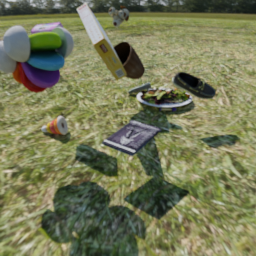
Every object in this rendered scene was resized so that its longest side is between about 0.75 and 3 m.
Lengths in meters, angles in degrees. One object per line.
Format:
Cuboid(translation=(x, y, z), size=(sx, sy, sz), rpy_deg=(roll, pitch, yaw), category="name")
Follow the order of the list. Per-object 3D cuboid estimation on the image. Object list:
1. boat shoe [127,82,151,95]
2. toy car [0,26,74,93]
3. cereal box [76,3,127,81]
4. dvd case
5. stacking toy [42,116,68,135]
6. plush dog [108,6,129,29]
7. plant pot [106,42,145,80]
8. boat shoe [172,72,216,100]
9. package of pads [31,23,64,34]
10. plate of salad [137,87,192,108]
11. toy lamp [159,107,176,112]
Cuboid(translation=(0.610, -2.023, 14.899), size=(1.298, 0.388, 0.464), rpy_deg=(-21, 6, 3), category="boat shoe")
Cuboid(translation=(-2.724, -1.953, 8.382), size=(1.995, 1.709, 2.280), rpy_deg=(-17, 1, -45), category="toy car")
Cuboid(translation=(-1.110, -3.590, 11.676), size=(0.579, 2.108, 2.930), rpy_deg=(-30, 51, 7), category="cereal box")
Cuboid(translation=(0.126, 0.264, 8.414), size=(1.125, 0.121, 1.513), rpy_deg=(18, 38, 34), category="dvd case")
Cuboid(translation=(-2.974, 0.002, 11.115), size=(1.015, 0.741, 0.741), rpy_deg=(-14, 25, 15), category="stacking toy")
Cuboid(translation=(-0.331, -5.253, 13.231), size=(0.851, 0.991, 0.795), rpy_deg=(-22, -9, 20), category="plush dog")
Cuboid(translation=(0.027, -2.957, 13.178), size=(1.491, 1.491, 1.596), rpy_deg=(31, 1, 44), category="plant pot")
Cuboid(translation=(2.715, -1.696, 11.277), size=(1.882, 0.567, 0.671), rpy_deg=(21, 72, -3), category="boat shoe")
Cuboid(translation=(-2.984, -3.563, 10.872), size=(1.442, 0.869, 0.546), rpy_deg=(8, 54, 34), category="package of pads")
Cuboid(translation=(1.807, -1.659, 14.015), size=(2.741, 0.658, 2.741), rpy_deg=(0, 27, 0), category="plate of salad")
Cuboid(translation=(1.845, -0.862, 13.017), size=(0.776, 0.226, 0.226), rpy_deg=(1, 28, 2), category="toy lamp")
